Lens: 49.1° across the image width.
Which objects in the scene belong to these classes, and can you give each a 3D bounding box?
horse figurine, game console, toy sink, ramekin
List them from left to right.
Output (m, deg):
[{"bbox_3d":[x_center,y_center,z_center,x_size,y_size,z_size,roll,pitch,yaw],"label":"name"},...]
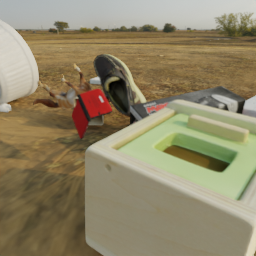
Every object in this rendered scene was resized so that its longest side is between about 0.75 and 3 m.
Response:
[{"bbox_3d":[-4.752,-2.177,9.849,2.968,2.968,1.382,12,39,29],"label":"ramekin"},{"bbox_3d":[-1.810,-1.055,8.545,2.224,1.474,0.555,-19,48,26],"label":"horse figurine"},{"bbox_3d":[-0.781,-0.313,5.863,0.763,0.526,0.886,-19,44,-12],"label":"game console"},{"bbox_3d":[1.025,0.648,3.869,1.832,1.574,2.810,20,29,32],"label":"toy sink"}]

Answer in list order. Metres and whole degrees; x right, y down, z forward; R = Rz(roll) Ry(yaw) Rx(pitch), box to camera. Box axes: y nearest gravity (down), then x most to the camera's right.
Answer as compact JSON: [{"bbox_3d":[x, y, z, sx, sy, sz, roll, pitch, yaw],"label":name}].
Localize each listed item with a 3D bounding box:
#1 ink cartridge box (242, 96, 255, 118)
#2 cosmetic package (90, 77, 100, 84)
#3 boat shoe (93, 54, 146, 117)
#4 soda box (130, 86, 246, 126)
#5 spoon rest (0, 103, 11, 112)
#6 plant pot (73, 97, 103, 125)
[{"bbox_3d":[3.991,-0.260,7.610,1.672,0.799,1.905,16,26,41],"label":"ink cartridge box"},{"bbox_3d":[-1.433,-2.413,14.247,0.643,0.220,0.853,7,22,26],"label":"cosmetic package"},{"bbox_3d":[-0.336,-1.287,7.987,2.421,0.886,0.785,53,24,24],"label":"boat shoe"},{"bbox_3d":[1.430,-0.251,6.786,2.695,0.853,0.954,-14,35,-19],"label":"soda box"},{"bbox_3d":[-4.214,-0.677,9.591,0.413,0.252,0.831,-38,29,-31],"label":"spoon rest"},{"bbox_3d":[-1.066,-0.572,8.003,0.782,0.783,0.693,1,23,3],"label":"plant pot"}]
